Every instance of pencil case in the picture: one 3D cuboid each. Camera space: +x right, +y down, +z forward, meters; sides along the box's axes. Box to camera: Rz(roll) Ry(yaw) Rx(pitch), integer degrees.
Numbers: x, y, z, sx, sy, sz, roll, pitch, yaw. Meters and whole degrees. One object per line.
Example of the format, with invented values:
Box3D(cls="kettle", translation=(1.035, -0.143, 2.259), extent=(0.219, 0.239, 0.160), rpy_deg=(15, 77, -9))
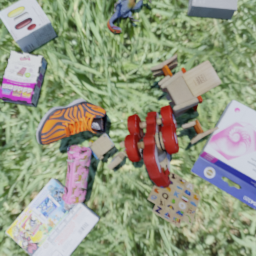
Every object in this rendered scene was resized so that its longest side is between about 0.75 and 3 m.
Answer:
Box3D(cls="pencil case", translation=(-1.606, 1.472, 8.683), extent=(0.796, 0.761, 1.839), rpy_deg=(-3, 114, -32))

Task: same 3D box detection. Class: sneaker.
Box3D(cls="sneaker", translation=(-1.564, -0.156, 8.846), extent=(1.461, 1.012, 2.608), rpy_deg=(18, 37, 23))

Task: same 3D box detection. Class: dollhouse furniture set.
Box3D(cls="dollhouse furniture set", translation=(1.944, -1.036, 8.735), extent=(1.420, 2.726, 2.756), rpy_deg=(-29, 82, 9))
Box3D(cls="dollhouse furniture set", translation=(-0.553, 0.588, 9.105), extent=(1.078, 0.745, 1.141), rpy_deg=(-40, 91, 11))

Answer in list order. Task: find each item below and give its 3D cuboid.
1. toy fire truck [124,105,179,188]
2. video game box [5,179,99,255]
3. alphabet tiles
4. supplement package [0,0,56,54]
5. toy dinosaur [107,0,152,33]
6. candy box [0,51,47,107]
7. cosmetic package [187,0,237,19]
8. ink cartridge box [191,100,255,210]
Box3D(cls="toy fire truck", translation=(0.915, 0.674, 8.536), extent=(1.409, 2.514, 2.111), rpy_deg=(-15, 122, 15))
Box3D(cls="video game box", translation=(-2.511, 3.269, 9.444), extent=(2.119, 0.544, 2.326), rpy_deg=(40, 82, 4))
Box3D(cls="alphabet tiles", translation=(1.520, 2.268, 9.093), extent=(1.545, 0.059, 1.857), rpy_deg=(29, 42, 9))
Box3D(cls="supplement package", translation=(-3.751, -3.860, 10.513), extent=(1.430, 1.052, 1.368), rpy_deg=(-34, 81, -7))
Box3D(cls="toy dinosaur", translation=(-0.036, -4.591, 10.973), extent=(1.896, 2.089, 1.097), rpy_deg=(-35, 114, 18))
Box3D(cls="candy box", translation=(-3.880, -1.809, 10.378), extent=(1.259, 0.563, 1.846), rpy_deg=(11, 80, 2))
Box3D(cls="cosmetic package", translation=(3.276, -4.866, 10.878), extent=(1.732, 0.781, 0.925), rpy_deg=(8, 80, -2))
Box3D(cls="ink cartridge box", translation=(4.149, 0.974, 9.634), extent=(2.880, 0.635, 2.934), rpy_deg=(30, 85, 9))
